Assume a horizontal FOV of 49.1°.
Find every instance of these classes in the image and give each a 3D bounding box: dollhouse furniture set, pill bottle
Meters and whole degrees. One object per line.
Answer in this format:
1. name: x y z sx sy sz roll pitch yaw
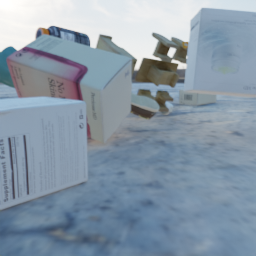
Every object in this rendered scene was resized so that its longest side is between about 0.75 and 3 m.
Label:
1. dollhouse furniture set: 0.429 -2.168 10.004 2.890 2.533 1.920 0 35 -35
2. pill bottle: -2.039 -2.669 8.703 1.601 0.850 0.850 0 8 -43

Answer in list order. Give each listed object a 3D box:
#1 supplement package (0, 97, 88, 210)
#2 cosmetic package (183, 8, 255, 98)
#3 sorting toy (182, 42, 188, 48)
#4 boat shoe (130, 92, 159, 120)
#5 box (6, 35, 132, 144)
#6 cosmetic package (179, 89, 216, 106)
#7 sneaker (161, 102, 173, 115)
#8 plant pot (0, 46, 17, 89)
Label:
1. supplement package: -1.845 0.290 3.802 1.298 1.250 2.283 11 15 44
2. cosmetic package: 2.595 -1.835 7.198 1.977 1.983 1.219 4 7 -1
3. sorting toy: 2.088 -2.440 8.239 1.068 0.602 0.146 2 -20 -7
4. boat shoe: -0.011 -0.713 7.806 1.756 0.523 0.631 19 39 -17
5. box: -1.306 -0.969 6.655 2.504 1.601 1.364 20 47 19
6. cosmetic package: 3.883 -1.759 15.518 1.168 0.825 2.257 9 15 40
7. sneaker: 1.639 -0.860 11.693 0.557 0.489 1.390 14 18 -5
8. plant pot: -3.401 -1.719 8.455 0.920 1.147 1.147 34 9 -6
